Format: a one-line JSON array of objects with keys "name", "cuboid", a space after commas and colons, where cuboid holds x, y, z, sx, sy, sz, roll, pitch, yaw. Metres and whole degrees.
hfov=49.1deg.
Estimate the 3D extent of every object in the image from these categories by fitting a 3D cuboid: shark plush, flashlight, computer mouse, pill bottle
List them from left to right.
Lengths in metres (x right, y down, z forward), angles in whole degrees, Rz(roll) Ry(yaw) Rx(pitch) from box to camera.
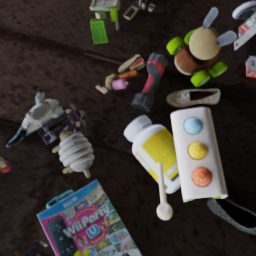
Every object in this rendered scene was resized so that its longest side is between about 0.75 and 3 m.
[{"name": "shark plush", "cuboid": [-2.984, -0.130, 9.331, 1.063, 0.975, 2.340, 30, 57, -10]}, {"name": "computer mouse", "cuboid": [-2.493, 3.748, 8.112, 1.020, 0.235, 0.717, 28, 77, 24]}, {"name": "flashlight", "cuboid": [0.767, -1.696, 10.433, 0.765, 0.768, 2.260, 2, 60, 46]}, {"name": "pill bottle", "cuboid": [0.989, 0.775, 8.914, 1.349, 1.349, 2.408, -36, 70, -15]}]

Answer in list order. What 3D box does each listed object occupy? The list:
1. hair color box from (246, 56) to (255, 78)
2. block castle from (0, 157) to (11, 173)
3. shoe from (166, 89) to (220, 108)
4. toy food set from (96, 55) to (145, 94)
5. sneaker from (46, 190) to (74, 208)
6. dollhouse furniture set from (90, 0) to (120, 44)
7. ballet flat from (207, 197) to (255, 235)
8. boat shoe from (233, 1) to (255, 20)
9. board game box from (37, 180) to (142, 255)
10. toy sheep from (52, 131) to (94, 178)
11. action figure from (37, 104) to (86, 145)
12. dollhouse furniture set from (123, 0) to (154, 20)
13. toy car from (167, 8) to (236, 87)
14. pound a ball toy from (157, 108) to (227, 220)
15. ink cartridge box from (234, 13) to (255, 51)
[{"name": "hair color box", "cuboid": [5.370, -2.309, 10.878, 1.421, 0.435, 0.721, 8, 65, 3]}, {"name": "block castle", "cuboid": [-4.970, 1.186, 8.978, 2.002, 0.939, 1.338, 28, 64, 10]}, {"name": "shoe", "cuboid": [2.393, -1.167, 10.286, 1.972, 0.526, 0.689, -4, 65, -2]}, {"name": "toy food set", "cuboid": [-0.143, -1.905, 10.376, 2.115, 0.333, 1.344, -38, 32, -7]}, {"name": "sneaker", "cuboid": [-2.111, 2.263, 8.760, 0.919, 0.366, 0.356, -31, 69, -14]}, {"name": "dollhouse furniture set", "cuboid": [-1.002, -4.672, 12.036, 1.241, 0.959, 2.484, -2, 45, 7]}, {"name": "ballet flat", "cuboid": [3.342, 2.656, 8.459, 1.991, 0.565, 0.662, 24, 67, 11]}, {"name": "boat shoe", "cuboid": [5.581, -4.910, 11.995, 2.154, 0.753, 0.714, -13, 64, -14]}, {"name": "board game box", "cuboid": [-1.066, 3.220, 8.040, 2.006, 0.874, 2.720, -30, 68, -14]}, {"name": "toy sheep", "cuboid": [-1.689, 0.850, 9.061, 1.197, 1.197, 1.736, -29, 82, -13]}, {"name": "action figure", "cuboid": [-2.234, -0.127, 9.758, 1.772, 0.615, 1.153, -32, 67, -15]}, {"name": "dollhouse furniture set", "cuboid": [0.447, -5.233, 12.013, 0.981, 0.879, 1.239, 28, 68, 13]}, {"name": "toy car", "cuboid": [2.759, -2.926, 9.685, 1.835, 2.326, 1.911, -29, 78, -23]}, {"name": "pound a ball toy", "cuboid": [1.454, 0.900, 7.130, 1.717, 1.119, 2.634, -7, 68, 8]}, {"name": "ink cartridge box", "cuboid": [3.908, -3.197, 9.206, 1.263, 0.688, 0.318, -40, 69, 11]}]
